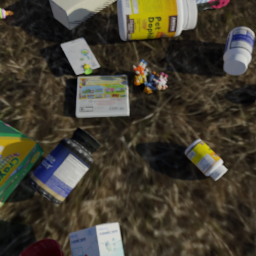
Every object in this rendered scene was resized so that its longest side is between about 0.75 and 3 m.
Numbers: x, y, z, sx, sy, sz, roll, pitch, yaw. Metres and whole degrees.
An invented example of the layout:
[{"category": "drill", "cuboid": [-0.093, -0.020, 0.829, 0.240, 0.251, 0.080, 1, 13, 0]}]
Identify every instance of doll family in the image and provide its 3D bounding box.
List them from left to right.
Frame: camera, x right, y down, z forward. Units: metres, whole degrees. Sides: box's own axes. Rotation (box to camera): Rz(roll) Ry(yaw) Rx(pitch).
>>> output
[{"category": "doll family", "cuboid": [0.681, -1.660, 9.812, 1.377, 0.621, 0.855, 30, 57, -4]}]

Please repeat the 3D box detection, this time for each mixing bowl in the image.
[{"category": "mixing bowl", "cuboid": [-2.024, 3.542, 6.638, 1.521, 0.824, 1.521, -22, 30, 14]}]

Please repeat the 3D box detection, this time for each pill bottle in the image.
[{"category": "pill bottle", "cuboid": [-1.667, 0.986, 7.609, 1.089, 1.089, 1.947, 34, 76, 17]}, {"category": "pill bottle", "cuboid": [1.046, -4.173, 10.525, 2.813, 1.537, 1.537, -6, 62, -2]}, {"category": "pill bottle", "cuboid": [2.302, 0.958, 8.276, 0.653, 0.653, 1.195, -36, 68, -17]}, {"category": "pill bottle", "cuboid": [3.967, -2.754, 10.111, 0.934, 0.934, 1.613, 17, 64, 9]}]

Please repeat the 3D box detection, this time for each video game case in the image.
[{"category": "video game case", "cuboid": [-0.885, -1.102, 9.647, 1.760, 0.201, 1.602, -2, 62, 0]}]

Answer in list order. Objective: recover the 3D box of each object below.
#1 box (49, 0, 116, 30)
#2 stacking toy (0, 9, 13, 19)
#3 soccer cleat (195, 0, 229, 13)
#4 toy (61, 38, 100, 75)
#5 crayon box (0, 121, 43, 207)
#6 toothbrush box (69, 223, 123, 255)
[{"category": "box", "cuboid": [-1.727, -5.296, 11.461, 2.787, 0.953, 1.145, -40, 69, -19]}, {"category": "stacking toy", "cuboid": [-5.222, -4.673, 11.442, 0.975, 0.535, 0.566, -7, 53, -16]}, {"category": "soccer cleat", "cuboid": [3.301, -5.311, 11.660, 1.783, 0.623, 0.770, -16, 63, -8]}, {"category": "toy", "cuboid": [-1.768, -2.575, 10.338, 0.903, 0.370, 1.568, -23, 62, -15]}, {"category": "crayon box", "cuboid": [-3.904, 1.214, 8.075, 1.524, 0.748, 2.566, 27, 65, 14]}, {"category": "toothbrush box", "cuboid": [-0.670, 3.024, 6.240, 0.663, 1.138, 1.554, 10, 61, -42]}]
